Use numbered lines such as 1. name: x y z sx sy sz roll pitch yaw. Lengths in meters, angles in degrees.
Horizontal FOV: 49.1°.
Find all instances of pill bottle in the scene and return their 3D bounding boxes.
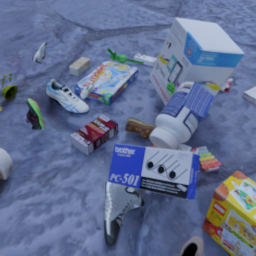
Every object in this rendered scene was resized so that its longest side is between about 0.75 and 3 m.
1. pill bottle: 1.756 -0.322 9.567 1.301 1.301 2.345 28 70 27

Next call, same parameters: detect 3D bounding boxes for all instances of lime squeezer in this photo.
1. lime squeezer: -0.266 -2.872 11.287 1.978 0.699 0.373 10 71 -43

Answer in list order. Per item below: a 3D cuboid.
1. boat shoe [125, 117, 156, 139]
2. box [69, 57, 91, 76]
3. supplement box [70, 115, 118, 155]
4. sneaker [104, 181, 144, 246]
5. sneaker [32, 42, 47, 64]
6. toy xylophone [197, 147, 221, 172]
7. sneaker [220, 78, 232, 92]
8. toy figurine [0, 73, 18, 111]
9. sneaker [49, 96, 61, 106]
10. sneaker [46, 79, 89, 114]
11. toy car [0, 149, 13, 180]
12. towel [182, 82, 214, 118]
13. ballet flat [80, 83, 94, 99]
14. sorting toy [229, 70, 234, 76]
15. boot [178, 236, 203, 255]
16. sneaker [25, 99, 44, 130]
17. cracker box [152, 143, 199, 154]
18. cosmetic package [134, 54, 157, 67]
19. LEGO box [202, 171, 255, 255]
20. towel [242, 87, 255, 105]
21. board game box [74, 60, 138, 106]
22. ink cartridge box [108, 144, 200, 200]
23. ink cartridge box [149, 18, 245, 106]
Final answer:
1. boat shoe: 0.707 0.156 10.689 1.736 0.625 0.586 20 79 10
2. box: -2.440 -3.120 14.260 0.544 0.445 1.145 19 45 19
3. supplement box: -1.245 0.234 10.585 0.897 0.502 1.649 31 50 29
4. sneaker: -0.095 2.372 8.099 1.182 0.768 2.047 1 42 -2
5. sneaker: -3.297 -2.840 10.648 0.389 0.362 0.981 30 60 -24
6. toy xylophone: 2.656 1.153 9.755 0.799 0.274 1.091 -16 45 -15
7. sneaker: 4.658 -1.984 13.132 0.973 0.325 0.522 -25 49 -20
8. toy figurine: -6.119 -1.419 11.880 1.493 1.314 2.492 11 43 19
9. sneaker: -3.076 -1.383 12.458 0.530 0.330 0.989 -36 51 -28
10. sneaker: -2.578 -1.306 11.887 2.115 0.766 0.760 32 43 7
11. toy car: -5.285 1.026 8.514 2.859 2.144 2.502 25 49 25
12. towel: 2.133 -0.815 8.378 1.098 0.795 0.131 24 3 -40
13. ballet flat: -1.752 -1.635 12.079 0.314 0.314 0.874 22 61 22
14. sorting toy: 4.002 -2.526 13.388 2.738 0.373 1.542 -39 46 -13
15. boot: 1.527 3.138 6.891 0.591 1.231 1.683 22 47 22
16. sneaker: -3.379 -0.406 9.946 0.576 1.376 0.528 -15 42 -12
17. cracker box: 1.548 0.988 9.738 1.538 0.444 1.030 21 53 20
18. cosmetic package: 0.921 -3.618 14.919 1.160 0.294 0.479 21 47 21
19. LEGO box: 3.298 2.660 6.877 1.010 1.950 2.618 -30 50 -28
20. towel: 6.255 -1.357 12.486 1.626 0.274 1.703 -23 48 -23
21. board game box: -0.968 -2.225 13.263 1.875 0.477 2.770 19 46 20
22. ink cartridge box: 0.614 1.109 7.473 2.416 0.534 1.136 3 80 36
23. ink cartridge box: 2.555 -2.438 11.195 2.098 2.873 2.108 -3 50 -26
